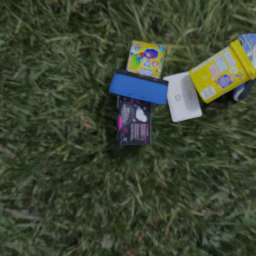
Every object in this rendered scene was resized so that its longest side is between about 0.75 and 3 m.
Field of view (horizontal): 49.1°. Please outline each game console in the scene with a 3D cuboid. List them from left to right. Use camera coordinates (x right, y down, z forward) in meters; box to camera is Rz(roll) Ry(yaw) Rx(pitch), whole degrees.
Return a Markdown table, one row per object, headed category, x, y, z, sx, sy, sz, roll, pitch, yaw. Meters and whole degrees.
| category | x | y | z | sx | sy | sz | roll | pitch | yaw |
| --- | --- | --- | --- | --- | --- | --- | --- | --- | --- |
| game console | 0.358 | -1.228 | 9.528 | 1.852 | 1.581 | 1.096 | 14 | 77 | 1 |

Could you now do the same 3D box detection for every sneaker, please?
| category | x | y | z | sx | sy | sz | roll | pitch | yaw |
| --- | --- | --- | --- | --- | --- | --- | --- | --- | --- |
| sneaker | 4.177 | -2.183 | 10.094 | 0.968 | 0.951 | 2.512 | 17 | 87 | 21 |

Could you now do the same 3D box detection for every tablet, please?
| category | x | y | z | sx | sy | sz | roll | pitch | yaw |
| --- | --- | --- | --- | --- | --- | --- | --- | --- | --- |
| tablet | 1.996 | -1.149 | 10.345 | 1.102 | 0.116 | 1.693 | -13 | 87 | 0 |

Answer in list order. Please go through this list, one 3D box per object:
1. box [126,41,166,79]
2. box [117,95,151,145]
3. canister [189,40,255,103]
| category | x | y | z | sx | sy | sz | roll | pitch | yaw |
| --- | --- | --- | --- | --- | --- | --- | --- | --- | --- |
| box | 0.623 | -2.351 | 10.075 | 1.212 | 0.739 | 1.168 | 12 | 89 | 1 |
| box | 0.192 | -0.354 | 9.728 | 1.090 | 1.255 | 1.900 | 2 | 87 | -6 |
| canister | 3.198 | -1.879 | 9.588 | 1.894 | 0.820 | 1.406 | -31 | 68 | 24 |
